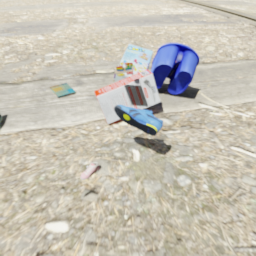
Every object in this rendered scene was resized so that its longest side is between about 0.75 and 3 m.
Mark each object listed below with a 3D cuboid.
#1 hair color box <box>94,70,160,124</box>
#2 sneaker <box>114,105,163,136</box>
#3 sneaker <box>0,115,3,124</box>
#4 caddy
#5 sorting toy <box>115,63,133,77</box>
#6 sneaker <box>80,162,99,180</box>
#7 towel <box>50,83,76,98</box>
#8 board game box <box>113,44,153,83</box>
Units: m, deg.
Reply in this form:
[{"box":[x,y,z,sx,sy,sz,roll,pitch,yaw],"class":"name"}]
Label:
[{"box":[-0.021,-1.322,11.852,2.478,1.374,0.792,-22,29,-4],"class":"hair color box"},{"box":[0.339,-0.362,8.888,1.625,0.535,0.637,28,58,10],"class":"sneaker"},{"box":[-5.675,-0.265,11.415,0.711,0.819,1.849,-6,35,-9],"class":"sneaker"},{"box":[2.117,-2.813,13.115,1.986,2.809,1.474,18,70,-4],"class":"caddy"},{"box":[-0.148,-2.105,9.857,0.648,0.227,1.344,-8,26,4],"class":"sorting toy"},{"box":[-1.290,1.402,9.374,0.756,0.395,0.285,-29,46,-34],"class":"sneaker"},{"box":[-3.390,-1.946,14.486,0.994,0.147,1.356,-19,37,-25],"class":"towel"},{"box":[0.226,-2.768,13.884,1.353,1.328,2.579,18,48,2],"class":"board game box"}]
